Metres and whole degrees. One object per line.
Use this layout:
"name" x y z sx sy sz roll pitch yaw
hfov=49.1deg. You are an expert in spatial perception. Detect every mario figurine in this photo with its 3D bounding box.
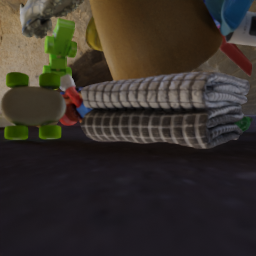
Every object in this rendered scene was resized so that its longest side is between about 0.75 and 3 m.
"mario figurine" -1.218 -0.899 9.311 2.977 1.838 1.578 8 20 39

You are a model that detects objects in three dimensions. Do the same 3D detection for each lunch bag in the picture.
"lunch bag" -2.342 -1.204 14.381 1.747 1.701 2.571 2 3 32

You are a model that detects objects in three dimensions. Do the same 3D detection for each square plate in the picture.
"square plate" -5.006 -0.229 9.256 2.627 0.377 2.652 -1 4 -16

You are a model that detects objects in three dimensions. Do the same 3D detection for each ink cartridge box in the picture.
"ink cartridge box" 2.119 -3.391 7.335 0.714 1.277 1.871 -36 -4 12

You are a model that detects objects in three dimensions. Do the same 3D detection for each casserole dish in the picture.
"casserole dish" 2.323 -3.284 5.459 0.555 2.861 1.733 33 18 25

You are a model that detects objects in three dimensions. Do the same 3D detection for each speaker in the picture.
"speaker" 3.353 -2.322 6.719 1.881 0.764 0.764 8 3 0

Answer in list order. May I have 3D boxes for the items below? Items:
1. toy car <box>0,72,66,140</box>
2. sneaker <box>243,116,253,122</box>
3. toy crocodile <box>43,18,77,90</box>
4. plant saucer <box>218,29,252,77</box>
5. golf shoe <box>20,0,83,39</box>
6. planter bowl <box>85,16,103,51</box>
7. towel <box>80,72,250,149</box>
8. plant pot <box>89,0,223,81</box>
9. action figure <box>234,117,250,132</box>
"toy car" -1.704 -0.307 5.271 1.065 1.109 1.350 0 -7 -11
"sneaker" 5.478 -0.398 13.135 0.361 0.330 0.847 7 10 -15
"toy crocodile" -2.360 -2.367 9.424 0.957 0.876 2.836 -1 -41 -25
"plant saucer" 3.683 -2.996 10.304 1.969 1.973 0.362 27 -56 -32
"golf shoe" -2.149 -3.403 7.416 2.366 1.150 0.927 -22 -5 31
"planter bowl" -0.351 -3.374 9.880 2.182 0.909 2.182 -35 -19 -14
"towel" 0.702 -0.244 4.482 1.945 1.005 2.349 0 4 34
"plant pot" 0.278 -2.717 6.164 2.703 2.900 2.703 -24 25 12
"action figure" 1.608 -0.337 6.816 2.639 0.722 1.559 12 11 4
